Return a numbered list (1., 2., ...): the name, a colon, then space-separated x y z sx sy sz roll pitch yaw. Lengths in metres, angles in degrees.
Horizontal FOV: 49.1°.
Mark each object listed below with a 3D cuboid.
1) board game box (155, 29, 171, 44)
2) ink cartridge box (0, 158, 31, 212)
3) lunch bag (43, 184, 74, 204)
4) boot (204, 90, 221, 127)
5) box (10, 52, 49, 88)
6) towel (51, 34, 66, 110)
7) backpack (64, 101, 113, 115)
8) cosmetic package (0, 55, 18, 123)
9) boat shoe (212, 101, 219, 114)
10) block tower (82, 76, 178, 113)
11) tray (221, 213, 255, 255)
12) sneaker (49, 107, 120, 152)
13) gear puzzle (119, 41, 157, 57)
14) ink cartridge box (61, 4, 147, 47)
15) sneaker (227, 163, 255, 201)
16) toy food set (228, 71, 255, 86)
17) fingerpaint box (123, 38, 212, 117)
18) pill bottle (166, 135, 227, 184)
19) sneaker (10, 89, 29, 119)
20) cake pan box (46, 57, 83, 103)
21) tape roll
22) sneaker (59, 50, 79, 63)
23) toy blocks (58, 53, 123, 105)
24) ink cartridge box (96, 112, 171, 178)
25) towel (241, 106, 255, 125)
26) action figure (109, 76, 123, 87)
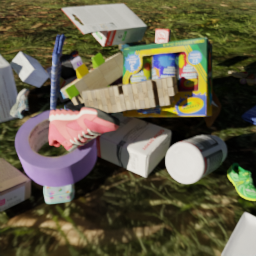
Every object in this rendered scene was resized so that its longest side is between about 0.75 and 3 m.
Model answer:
1. board game box: 1.654 -4.186 13.414 0.763 1.007 0.233 18 24 41
2. ink cartridge box: -4.084 1.762 8.043 1.597 0.728 1.939 27 29 32
3. lunch bag: -2.141 1.761 8.595 0.937 0.450 1.168 -9 35 -8
4. boot: 2.730 -1.016 10.960 0.856 2.500 2.354 2 45 38
5. box: -4.143 -2.440 11.837 1.112 0.731 1.118 49 10 17
6. towel: -2.786 -2.021 11.067 0.337 2.823 2.044 6 38 -11
7. backpack: -1.558 -0.474 11.089 1.798 1.321 1.645 21 40 34
8. cosmetic package: -6.466 -1.579 11.709 2.949 2.453 2.468 -20 39 -28
9. boat shoe: 2.963 -0.854 10.238 0.432 1.220 0.423 -31 61 21
10. block tower: 0.002 -0.970 8.663 2.941 0.794 0.850 -7 11 20
11. tray: 3.056 3.017 6.956 1.045 0.216 1.946 23 41 31
12. sneaker: -1.263 0.117 7.694 2.626 1.139 0.968 -1 -17 41
13. gear puzzle: 0.414 -2.291 11.256 1.499 2.895 0.379 8 61 7
14. ink cartridge box: -0.784 -3.400 9.294 2.580 0.650 1.406 -22 62 -35
15. sneaker: 3.558 1.649 8.621 0.534 0.602 1.441 -10 36 -16
16. toy food set: 6.539 -2.675 15.283 1.348 0.334 2.120 -4 27 -7
17. fingerpaint box: 1.263 -1.540 9.314 2.844 2.373 1.043 2 3 26
18. pill bottle: 2.195 0.884 8.685 1.210 1.210 2.124 26 22 33
19. sneaker: -3.195 -0.729 8.560 0.412 0.955 0.371 25 1 2
20. cake pan box: -2.708 -2.263 13.028 1.657 1.799 0.470 -24 42 -10
21. tape roll: -2.143 0.561 8.616 2.336 0.993 2.336 2 47 -2
22. sneaker: -2.254 -2.680 10.760 0.801 0.314 0.302 -27 73 -18
23. toy blocks: -1.359 -1.780 10.629 2.921 1.460 1.997 -40 18 -25
24. ink cartridge box: 0.065 0.499 9.935 2.404 1.014 1.740 20 39 27
25. towel: 6.541 -0.551 12.203 2.849 0.340 2.063 -25 39 -34
26. action figure: -0.659 -1.811 11.903 1.095 0.985 1.470 46 20 -10
